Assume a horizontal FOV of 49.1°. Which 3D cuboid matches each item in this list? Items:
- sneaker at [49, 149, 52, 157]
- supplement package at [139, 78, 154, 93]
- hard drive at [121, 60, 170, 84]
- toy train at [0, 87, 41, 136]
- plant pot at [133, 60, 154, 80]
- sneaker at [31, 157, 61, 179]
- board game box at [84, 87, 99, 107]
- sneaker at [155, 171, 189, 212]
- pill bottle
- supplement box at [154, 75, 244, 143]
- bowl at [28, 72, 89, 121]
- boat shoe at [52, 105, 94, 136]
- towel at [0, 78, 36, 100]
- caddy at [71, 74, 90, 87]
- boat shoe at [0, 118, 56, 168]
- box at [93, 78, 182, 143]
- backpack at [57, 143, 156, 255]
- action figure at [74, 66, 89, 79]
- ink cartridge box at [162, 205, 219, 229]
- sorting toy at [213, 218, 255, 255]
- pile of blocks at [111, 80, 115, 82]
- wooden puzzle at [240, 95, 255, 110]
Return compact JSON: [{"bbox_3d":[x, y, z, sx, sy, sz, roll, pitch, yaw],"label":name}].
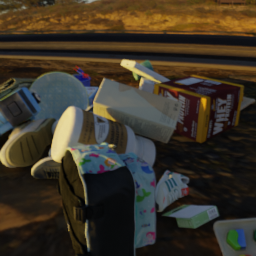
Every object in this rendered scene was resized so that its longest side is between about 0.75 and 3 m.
[{"bbox_3d":[-1.633,0.546,9.038,0.961,0.891,2.372,-1,17,39],"label":"sneaker"},{"bbox_3d":[0.942,-2.077,14.613,0.620,0.806,0.843,10,24,-9],"label":"supplement package"},{"bbox_3d":[1.116,-2.956,15.524,2.772,0.370,1.828,21,6,-27],"label":"hard drive"},{"bbox_3d":[-4.216,-0.353,9.390,2.759,1.196,1.576,-31,11,-3],"label":"toy train"},{"bbox_3d":[0.918,-3.622,18.027,1.103,1.174,1.174,-21,28,-11],"label":"plant pot"},{"bbox_3d":[-1.852,1.267,7.486,1.559,0.593,1.127,-15,34,-3],"label":"sneaker"},{"bbox_3d":[-2.740,-1.384,13.441,2.247,0.641,2.295,4,24,8],"label":"board game box"},{"bbox_3d":[1.109,1.548,6.927,0.710,0.535,1.518,6,21,21],"label":"sneaker"},{"bbox_3d":[-0.590,0.490,7.382,2.497,1.428,1.428,20,14,-27],"label":"pill bottle"},{"bbox_3d":[2.695,-0.888,11.050,2.499,1.659,2.465,-19,30,-37],"label":"supplement box"},{"bbox_3d":[-2.684,-0.938,11.028,2.304,2.304,1.240,-3,-3,-6],"label":"bowl"},{"bbox_3d":[-1.444,-0.157,10.234,0.801,1.004,2.655,24,41,38],"label":"boat shoe"},{"bbox_3d":[-4.562,-1.208,11.027,2.527,0.453,2.625,-25,0,17],"label":"towel"},{"bbox_3d":[-2.962,-2.512,15.633,1.812,0.951,1.281,-19,31,-38],"label":"caddy"},{"bbox_3d":[-3.267,0.455,8.993,0.960,1.049,2.806,-3,18,14],"label":"boat shoe"},{"bbox_3d":[0.221,-0.455,7.792,2.243,1.065,0.872,19,65,2],"label":"box"},{"bbox_3d":[-0.524,1.349,5.556,1.762,2.078,2.341,-8,15,-26],"label":"backpack"},{"bbox_3d":[-2.538,-3.018,15.597,0.977,0.319,0.483,40,-1,2],"label":"action figure"},{"bbox_3d":[1.352,1.941,6.204,0.760,0.250,1.044,-13,-7,-32],"label":"ink cartridge box"},{"bbox_3d":[2.346,2.282,5.145,1.211,0.239,1.309,-3,44,-6],"label":"sorting toy"},{"bbox_3d":[-0.680,-1.311,13.378,0.803,1.060,2.583,34,21,-26],"label":"pile of blocks"},{"bbox_3d":[4.249,-1.436,13.523,2.939,0.680,2.722,-21,31,-39],"label":"wooden puzzle"}]
